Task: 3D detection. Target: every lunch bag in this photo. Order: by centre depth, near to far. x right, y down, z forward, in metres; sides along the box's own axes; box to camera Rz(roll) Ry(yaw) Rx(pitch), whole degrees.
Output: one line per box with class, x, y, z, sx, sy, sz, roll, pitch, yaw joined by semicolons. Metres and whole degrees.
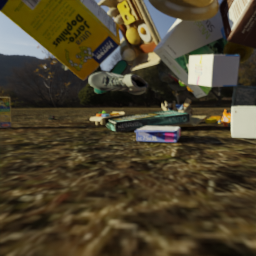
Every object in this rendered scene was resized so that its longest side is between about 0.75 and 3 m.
lunch bag;5.379;-1.093;12.855;1.447;1.725;1.202;5;6;-18

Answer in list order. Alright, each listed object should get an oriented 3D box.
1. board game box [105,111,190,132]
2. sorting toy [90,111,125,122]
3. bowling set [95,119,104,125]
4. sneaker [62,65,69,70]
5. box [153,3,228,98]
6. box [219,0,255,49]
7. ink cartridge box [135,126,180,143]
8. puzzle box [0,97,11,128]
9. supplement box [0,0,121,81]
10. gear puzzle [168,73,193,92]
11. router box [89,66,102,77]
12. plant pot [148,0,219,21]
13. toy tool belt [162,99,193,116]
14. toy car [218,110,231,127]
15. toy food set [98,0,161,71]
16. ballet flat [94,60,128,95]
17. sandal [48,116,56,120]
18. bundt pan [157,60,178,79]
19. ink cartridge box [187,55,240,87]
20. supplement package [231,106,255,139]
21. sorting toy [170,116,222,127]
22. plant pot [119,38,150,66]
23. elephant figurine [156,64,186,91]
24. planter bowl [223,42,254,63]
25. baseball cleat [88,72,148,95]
board game box;0.582;-0.250;9.463;2.488;0.350;1.683;-7;9;-13
sorting toy;-0.860;-0.447;10.009;0.989;0.197;1.338;-16;12;-30
bowling set;-1.179;-0.354;11.543;0.569;0.439;0.818;4;6;38
sneaker;-2.260;-2.861;12.056;0.738;0.725;1.915;36;28;-10
box;2.316;-2.682;8.819;2.085;2.889;0.525;42;-20;-17
box;3.661;-3.062;6.925;2.086;1.713;1.731;12;-39;-8
ink cartridge box;0.733;0.143;6.636;0.909;0.320;1.523;1;2;13
puzzle box;-4.995;-0.530;9.792;1.671;1.112;0.212;-5;10;-38
supplement box;-1.714;-2.957;7.514;2.834;1.552;1.542;39;26;-27
gear puzzle;1.480;-1.207;7.772;0.912;0.119;0.473;44;15;34
router box;-1.623;-3.406;11.229;0.604;1.765;2.366;-15;-20;-4
plant pot;1.477;-3.502;7.405;1.975;1.975;0.271;-1;-35;-10
toy tool belt;2.048;-0.782;12.662;1.774;1.090;1.108;4;6;39
toy car;3.848;-0.173;10.821;0.516;0.760;1.550;-42;-18;3
toy food set;0.017;-3.382;9.818;0.817;2.706;1.942;-37;19;-23
ballet flat;-0.682;-2.109;11.891;1.842;0.626;0.630;-43;4;7
sandal;-4.092;-0.544;14.967;0.343;0.219;0.913;-3;6;-33
bundt pan;2.144;-2.716;10.732;2.030;2.030;0.762;-5;49;-44
ink cartridge box;1.952;-1.365;6.636;0.714;0.696;1.111;-4;13;-18
supplement package;3.180;-0.180;7.511;0.786;0.789;1.344;2;5;20
sorting toy;2.260;-0.196;9.899;1.835;0.246;1.367;1;13;37
plant pot;0.321;-3.455;12.396;1.822;1.822;1.223;3;30;33
elephant figurine;2.671;-3.228;12.354;2.260;2.914;2.062;31;36;-10
planter bowl;3.217;-2.208;8.140;0.805;0.805;0.335;3;-8;26
baseball cleat;-0.178;-0.916;5.392;1.144;0.399;0.609;5;-10;-11
